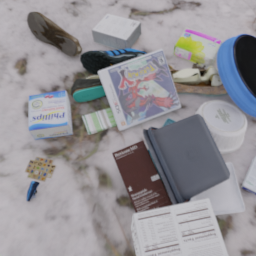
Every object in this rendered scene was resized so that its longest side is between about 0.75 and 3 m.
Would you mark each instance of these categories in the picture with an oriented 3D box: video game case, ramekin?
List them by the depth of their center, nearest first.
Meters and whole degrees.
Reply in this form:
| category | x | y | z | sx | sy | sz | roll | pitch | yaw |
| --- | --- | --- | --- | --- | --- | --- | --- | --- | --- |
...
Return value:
| category | x | y | z | sx | sy | sz | roll | pitch | yaw |
| --- | --- | --- | --- | --- | --- | --- | --- | --- | --- |
| ramekin | 2.858 | -0.116 | 8.806 | 1.768 | 0.823 | 1.768 | 3 | 49 | -3 |
| video game case | 0.408 | -1.242 | 9.207 | 2.255 | 0.259 | 2.055 | -21 | 100 | -8 |

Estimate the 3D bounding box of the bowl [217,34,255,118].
| category | x | y | z | sx | sy | sz | roll | pitch | yaw |
| --- | --- | --- | --- | --- | --- | --- | --- | --- | --- |
| bowl | 4.081 | -1.729 | 9.016 | 2.875 | 0.564 | 2.875 | 12 | 65 | -28 |

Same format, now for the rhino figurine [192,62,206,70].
| category | x | y | z | sx | sy | sz | roll | pitch | yaw |
| --- | --- | --- | --- | --- | --- | --- | --- | --- | --- |
| rhino figurine | 2.775 | -2.171 | 10.513 | 0.813 | 0.243 | 0.355 | 24 | 64 | 11 |

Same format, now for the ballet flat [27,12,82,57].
| category | x | y | z | sx | sy | sz | roll | pitch | yaw |
| --- | --- | --- | --- | --- | --- | --- | --- | --- | --- |
| ballet flat | -2.910 | -3.740 | 11.154 | 2.910 | 0.980 | 0.675 | 35 | 37 | 18 |

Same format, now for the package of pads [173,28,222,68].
| category | x | y | z | sx | sy | sz | roll | pitch | yaw |
| --- | --- | --- | --- | --- | --- | --- | --- | --- | --- |
| package of pads | 2.690 | -3.109 | 10.874 | 1.613 | 0.550 | 1.246 | 25 | 63 | 14 |

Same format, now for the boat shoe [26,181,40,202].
| category | x | y | z | sx | sy | sz | roll | pitch | yaw |
| --- | --- | --- | --- | --- | --- | --- | --- | --- | --- |
| boat shoe | -2.708 | 1.836 | 7.970 | 0.259 | 0.755 | 0.318 | 11 | 37 | -29 |

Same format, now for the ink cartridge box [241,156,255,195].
| category | x | y | z | sx | sy | sz | roll | pitch | yaw |
| --- | --- | --- | --- | --- | --- | --- | --- | --- | --- |
| ink cartridge box | 4.273 | 1.484 | 8.297 | 1.359 | 0.300 | 1.384 | 27 | 69 | 16 |

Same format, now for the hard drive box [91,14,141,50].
| category | x | y | z | sx | sy | sz | roll | pitch | yaw |
| --- | --- | --- | --- | --- | --- | --- | --- | --- | --- |
| hard drive box | -0.443 | -3.801 | 11.131 | 1.573 | 0.604 | 1.226 | 23 | 61 | 20 |

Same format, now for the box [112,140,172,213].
| category | x | y | z | sx | sy | sz | roll | pitch | yaw |
| --- | --- | --- | --- | --- | --- | --- | --- | --- | --- |
| box | 0.384 | 1.479 | 7.896 | 1.006 | 0.752 | 2.008 | -23 | 67 | -4 |

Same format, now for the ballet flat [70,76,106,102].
| category | x | y | z | sx | sy | sz | roll | pitch | yaw |
| --- | --- | --- | --- | --- | --- | --- | --- | --- | --- |
| ballet flat | -0.620 | -1.541 | 9.777 | 2.786 | 0.947 | 0.953 | -3 | 52 | -2 |

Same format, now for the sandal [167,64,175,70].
| category | x | y | z | sx | sy | sz | roll | pitch | yaw |
| --- | --- | --- | --- | --- | --- | --- | --- | --- | --- |
| sandal | 1.549 | -2.147 | 10.497 | 1.054 | 0.347 | 0.387 | 23 | 105 | -3 |

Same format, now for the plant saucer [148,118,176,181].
| category | x | y | z | sx | sy | sz | roll | pitch | yaw |
| --- | --- | --- | --- | --- | --- | --- | --- | --- | --- |
| plant saucer | 1.072 | 0.773 | 8.824 | 0.842 | 0.229 | 2.409 | 27 | 63 | 15 |

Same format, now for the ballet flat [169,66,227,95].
| category | x | y | z | sx | sy | sz | roll | pitch | yaw |
| --- | --- | --- | --- | --- | --- | --- | --- | --- | --- |
| ballet flat | 2.567 | -1.692 | 9.821 | 2.824 | 0.950 | 0.961 | -5 | 62 | -3 |

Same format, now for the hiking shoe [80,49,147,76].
| category | x | y | z | sx | sy | sz | roll | pitch | yaw |
| --- | --- | --- | --- | --- | --- | --- | --- | --- | --- |
| hiking shoe | -0.458 | -2.461 | 10.452 | 2.620 | 0.975 | 1.136 | 8 | 31 | 10 |

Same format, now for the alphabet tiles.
| category | x | y | z | sx | sy | sz | roll | pitch | yaw |
| --- | --- | --- | --- | --- | --- | --- | --- | --- | --- |
| alphabet tiles | -2.706 | 1.264 | 8.644 | 0.859 | 0.027 | 0.715 | 11 | 60 | 7 |

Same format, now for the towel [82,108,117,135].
| category | x | y | z | sx | sy | sz | roll | pitch | yaw |
| --- | --- | --- | --- | --- | --- | --- | --- | --- | --- |
| towel | -0.963 | -0.254 | 9.448 | 1.049 | 0.161 | 0.783 | -19 | 62 | -11 |

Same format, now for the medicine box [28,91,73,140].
| category | x | y | z | sx | sy | sz | roll | pitch | yaw |
| --- | --- | --- | --- | --- | --- | --- | --- | --- | --- |
| medicine box | -2.552 | -0.417 | 9.222 | 1.254 | 0.709 | 1.377 | -9 | 60 | -4 |

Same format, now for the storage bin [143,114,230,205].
| category | x | y | z | sx | sy | sz | roll | pitch | yaw |
| --- | --- | --- | --- | --- | --- | --- | --- | --- | --- |
| storage bin | 1.679 | 0.785 | 7.614 | 1.539 | 1.668 | 2.292 | -26 | 77 | 18 |

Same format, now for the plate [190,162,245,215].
| category | x | y | z | sx | sy | sz | roll | pitch | yaw |
| --- | --- | --- | --- | --- | --- | --- | --- | --- | --- |
| plate | 2.430 | 1.798 | 8.044 | 1.448 | 0.234 | 1.445 | -13 | 58 | 13 |

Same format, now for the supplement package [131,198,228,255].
| category | x | y | z | sx | sy | sz | roll | pitch | yaw |
| --- | --- | --- | --- | --- | --- | --- | --- | --- | --- |
| supplement package | 1.023 | 2.638 | 6.559 | 1.711 | 2.197 | 1.218 | -10 | 64 | -6 |
